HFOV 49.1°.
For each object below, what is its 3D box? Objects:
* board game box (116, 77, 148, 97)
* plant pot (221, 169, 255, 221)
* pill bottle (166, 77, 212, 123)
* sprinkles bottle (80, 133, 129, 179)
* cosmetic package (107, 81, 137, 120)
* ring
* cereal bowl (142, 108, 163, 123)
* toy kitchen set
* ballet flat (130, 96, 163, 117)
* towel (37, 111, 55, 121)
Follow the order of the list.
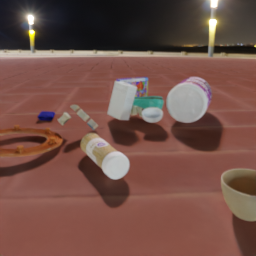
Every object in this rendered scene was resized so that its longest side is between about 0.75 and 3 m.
[{"bbox_3d":[0.240,-2.142,15.563,1.790,1.204,0.401,-11,22,-28],"label":"board game box"},{"bbox_3d":[2.426,1.407,5.634,1.119,0.751,1.119,-1,19,0],"label":"plant pot"},{"bbox_3d":[2.839,-1.375,12.528,1.660,1.660,2.958,7,20,20],"label":"pill bottle"},{"bbox_3d":[-0.706,0.732,7.784,0.670,0.670,1.963,-10,20,-27],"label":"sprinkles bottle"},{"bbox_3d":[-0.267,-1.140,11.883,0.842,1.492,0.606,28,20,37],"label":"cosmetic package"},{"bbox_3d":[-3.534,0.328,9.011,2.780,0.267,2.780,3,14,-1],"label":"ring"},{"bbox_3d":[0.930,-0.447,10.776,0.809,0.337,0.809,-3,36,2],"label":"cereal bowl"},{"bbox_3d":[-1.876,-0.174,10.470,1.165,0.933,0.686,44,-4,2],"label":"toy kitchen set"},{"bbox_3d":[0.434,-0.976,12.308,0.895,0.935,2.658,6,4,-41],"label":"ballet flat"},{"bbox_3d":[-3.584,-0.513,12.304,0.649,0.218,0.879,4,18,-8],"label":"towel"}]
